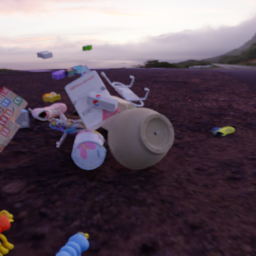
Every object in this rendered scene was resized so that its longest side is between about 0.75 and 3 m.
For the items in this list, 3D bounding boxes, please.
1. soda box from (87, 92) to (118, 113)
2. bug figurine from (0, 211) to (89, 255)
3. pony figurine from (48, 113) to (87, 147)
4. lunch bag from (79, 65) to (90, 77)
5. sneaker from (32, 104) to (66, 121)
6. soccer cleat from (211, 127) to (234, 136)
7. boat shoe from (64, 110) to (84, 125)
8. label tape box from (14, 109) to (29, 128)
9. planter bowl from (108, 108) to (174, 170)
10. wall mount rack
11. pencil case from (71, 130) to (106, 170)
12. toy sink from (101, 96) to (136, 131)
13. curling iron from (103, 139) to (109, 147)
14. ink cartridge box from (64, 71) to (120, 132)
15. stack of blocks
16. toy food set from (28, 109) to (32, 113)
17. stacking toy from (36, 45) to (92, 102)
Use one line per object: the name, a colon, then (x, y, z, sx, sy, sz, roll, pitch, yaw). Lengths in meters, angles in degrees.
soda box: (-0.855, -0.860, 9.273, 0.984, 0.335, 0.313, 17, 41, 6)
bug figurine: (-2.026, 2.271, 4.860, 2.657, 0.684, 2.060, 6, 18, 18)
pony figurine: (-2.186, -0.031, 10.551, 1.604, 1.336, 1.549, 2, -21, -16)
lunch bag: (-1.638, -1.977, 12.090, 0.522, 1.383, 1.108, -28, 51, 0)
sneaker: (-4.190, -0.825, 15.292, 1.917, 0.721, 1.002, -15, 20, -27)
soccer cleat: (4.303, 0.205, 12.630, 1.151, 0.372, 0.481, 0, 46, -16)
boat shoe: (-2.500, -0.601, 14.375, 0.791, 0.789, 2.193, 15, 22, 41)
label tape box: (-6.458, -0.408, 13.626, 2.681, 0.886, 1.921, -13, 20, -32)
planter bowl: (0.549, 0.250, 8.634, 1.991, 1.991, 1.340, -10, -5, -30)
wall mount rack: (-0.172, -1.586, 11.065, 1.670, 0.717, 1.922, -5, 38, -38)
pencil case: (-1.293, 0.663, 9.351, 1.040, 0.953, 2.292, 4, 8, -7)
toy sink: (-0.476, -0.579, 12.705, 1.187, 1.381, 2.118, 4, 14, -42)
curling iron: (-0.885, 0.587, 10.653, 0.369, 0.190, 1.488, 5, 13, -34)
ink cartridge box: (-1.244, -0.935, 9.900, 1.266, 1.728, 0.715, -30, -9, -1)
stack of blocks: (-4.197, -0.265, 9.318, 1.090, 1.893, 0.554, 32, -12, 0)
toy food set: (-5.005, -1.111, 16.656, 1.577, 0.476, 1.132, -11, 20, -34)
stacking toy: (-2.097, -1.977, 9.908, 2.187, 1.649, 0.514, -24, 35, -36)
